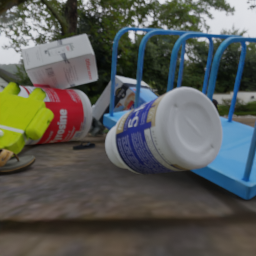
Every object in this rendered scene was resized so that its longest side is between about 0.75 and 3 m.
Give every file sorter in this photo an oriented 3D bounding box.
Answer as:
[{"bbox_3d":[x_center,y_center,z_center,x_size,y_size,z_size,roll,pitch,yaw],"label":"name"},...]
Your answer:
[{"bbox_3d":[1.199,-0.554,4.272,1.910,1.689,2.753,-13,27,-37],"label":"file sorter"}]

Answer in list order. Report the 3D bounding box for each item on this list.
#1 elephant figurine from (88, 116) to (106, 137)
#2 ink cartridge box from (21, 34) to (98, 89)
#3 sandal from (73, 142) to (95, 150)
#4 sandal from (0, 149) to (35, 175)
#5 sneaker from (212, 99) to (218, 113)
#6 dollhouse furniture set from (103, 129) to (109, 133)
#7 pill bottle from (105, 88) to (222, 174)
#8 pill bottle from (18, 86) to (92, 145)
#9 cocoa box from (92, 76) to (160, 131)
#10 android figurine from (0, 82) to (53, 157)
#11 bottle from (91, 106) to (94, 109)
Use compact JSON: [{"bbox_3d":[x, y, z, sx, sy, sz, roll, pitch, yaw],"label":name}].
[{"bbox_3d":[-1.319,-0.054,10.928,1.019,0.929,1.313,28,-14,-2],"label":"elephant figurine"},{"bbox_3d":[-2.017,-1.891,8.558,1.955,0.809,1.432,-16,-22,-8],"label":"ink cartridge box"},{"bbox_3d":[-1.119,0.453,7.281,0.291,0.164,0.767,2,4,29],"label":"sandal"},{"bbox_3d":[-2.088,0.522,4.373,1.361,0.371,0.556,-3,5,-43],"label":"sandal"},{"bbox_3d":[1.789,-0.604,8.181,0.871,0.954,2.358,13,-10,-18],"label":"sneaker"},{"bbox_3d":[-1.150,0.009,13.276,1.146,0.885,2.292,7,21,-13],"label":"dollhouse furniture set"},{"bbox_3d":[0.232,0.091,2.518,0.635,0.635,1.060,-2,-11,-32],"label":"pill bottle"},{"bbox_3d":[-2.665,-0.356,8.171,2.955,1.659,1.659,-4,5,-45],"label":"pill bottle"},{"bbox_3d":[0.174,-0.644,9.545,1.518,1.543,2.313,42,19,16],"label":"cocoa box"},{"bbox_3d":[-2.693,-0.173,6.014,1.987,0.448,2.183,14,46,9],"label":"android figurine"},{"bbox_3d":[-1.055,-0.760,12.965,0.590,0.755,1.808,20,-5,-40],"label":"bottle"}]
